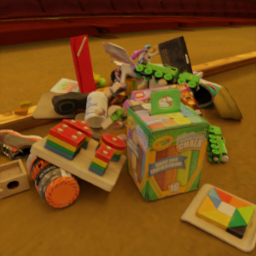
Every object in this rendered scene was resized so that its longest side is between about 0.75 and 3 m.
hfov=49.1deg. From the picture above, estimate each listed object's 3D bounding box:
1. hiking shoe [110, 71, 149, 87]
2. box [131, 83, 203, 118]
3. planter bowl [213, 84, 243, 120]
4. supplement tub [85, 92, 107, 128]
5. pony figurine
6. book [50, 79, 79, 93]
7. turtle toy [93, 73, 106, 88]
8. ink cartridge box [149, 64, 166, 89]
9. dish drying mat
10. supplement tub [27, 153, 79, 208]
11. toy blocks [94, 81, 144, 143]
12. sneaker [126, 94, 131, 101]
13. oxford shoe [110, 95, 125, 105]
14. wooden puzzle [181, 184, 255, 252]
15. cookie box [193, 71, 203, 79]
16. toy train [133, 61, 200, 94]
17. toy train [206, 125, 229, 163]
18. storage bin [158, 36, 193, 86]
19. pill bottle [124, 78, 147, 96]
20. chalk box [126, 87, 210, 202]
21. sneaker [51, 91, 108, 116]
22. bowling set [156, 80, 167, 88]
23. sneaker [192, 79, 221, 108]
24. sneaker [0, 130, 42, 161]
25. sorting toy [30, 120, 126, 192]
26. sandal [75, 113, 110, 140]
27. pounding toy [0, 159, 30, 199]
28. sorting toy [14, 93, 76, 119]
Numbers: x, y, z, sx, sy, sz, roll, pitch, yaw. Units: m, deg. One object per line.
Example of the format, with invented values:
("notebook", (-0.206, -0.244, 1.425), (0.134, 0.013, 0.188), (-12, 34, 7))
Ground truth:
("hiking shoe", (0.208, -2.637, 15.672), (2.627, 0.977, 1.139), (18, 12, 29))
("box", (1.429, -0.809, 10.558), (2.325, 0.455, 1.591), (-11, 59, -15))
("planter bowl", (4.157, -0.953, 12.015), (0.722, 1.734, 1.734), (-29, 25, 14))
("supplement tub", (-1.224, -0.695, 10.856), (0.821, 0.821, 1.244), (-1, 53, -1))
("pony figurine", (0.016, -2.854, 13.730), (2.708, 2.806, 2.336), (13, -5, 16))
("book", (-3.047, -1.988, 14.661), (1.744, 0.419, 1.165), (14, 47, 25))
("turtle toy", (-1.943, -2.524, 15.356), (1.523, 0.770, 1.110), (-12, 31, -22))
("ink cartridge box", (1.553, -2.335, 14.050), (0.836, 1.448, 1.991), (5, 21, 9))
("dish drying mat", (-2.160, -2.938, 13.780), (0.271, 2.982, 1.145), (9, 28, 33))
("supplement tub", (-2.086, 1.329, 7.790), (1.087, 1.087, 1.774), (-16, 32, -27))
("toy blocks", (-0.086, -0.499, 9.833), (1.408, 1.563, 1.673), (-5, 58, -57))
("sneaker", (0.009, -1.390, 13.597), (0.311, 0.340, 0.798), (-29, 10, 30))
("oxford shoe", (-0.492, -1.317, 13.629), (0.923, 0.329, 0.329), (-36, 81, -34))
("wooden puzzle", (2.443, 2.135, 7.101), (1.740, 0.324, 1.610), (18, 33, 30))
("cookie box", (3.243, -2.906, 16.088), (1.706, 0.641, 1.459), (15, 25, 24))
("toy train", (1.665, -2.257, 12.082), (2.965, 0.619, 0.836), (21, 63, 17))
("toy train", (3.138, 0.548, 9.984), (0.632, 0.468, 2.242), (13, 29, 2))
("storage bin", (2.280, -3.008, 13.040), (1.044, 2.227, 1.505), (-11, 16, 23))
("pill bottle", (0.123, -2.086, 14.370), (1.638, 0.910, 0.910), (6, 29, 11))
("chalk box", (1.022, 0.300, 7.858), (1.742, 2.800, 1.733), (-9, 29, -18))
("sneaker", (-2.102, -1.215, 12.234), (2.562, 0.973, 1.163), (-3, 29, -32))
("bowling set", (1.527, -0.669, 11.550), (1.662, 1.282, 2.389), (27, 57, 10))
("sneaker", (3.090, -1.759, 13.575), (2.910, 1.217, 1.757), (20, 24, 30))
("sneaker", (-3.880, 0.655, 9.428), (2.118, 0.816, 0.867), (2, 34, 5))
("sorting toy", (-1.176, 0.534, 8.163), (2.335, 0.812, 2.321), (26, 15, 2))
("sandal", (-1.402, -0.198, 11.179), (0.886, 0.596, 2.207), (-16, 32, -28))
("pounding toy", (-3.500, 1.612, 7.788), (1.344, 0.615, 1.181), (-17, 34, -25))
("sorting toy", (-3.679, -0.993, 12.953), (2.719, 0.364, 2.026), (-2, 35, -1))
